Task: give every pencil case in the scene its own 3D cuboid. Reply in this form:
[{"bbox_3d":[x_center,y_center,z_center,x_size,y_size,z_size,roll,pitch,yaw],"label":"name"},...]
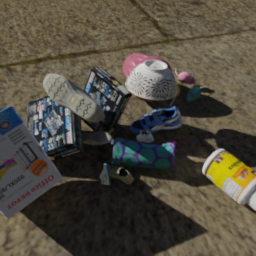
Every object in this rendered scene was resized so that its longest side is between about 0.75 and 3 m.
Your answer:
[{"bbox_3d":[0.554,0.947,10.517,2.383,1.014,1.101,6,62,6],"label":"pencil case"}]

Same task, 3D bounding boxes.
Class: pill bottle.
[{"bbox_3d":[3.703,1.765,9.544,1.175,1.175,2.150,-29,51,-27],"label":"pill bottle"}]

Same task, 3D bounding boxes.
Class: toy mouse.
[{"bbox_3d":[2.990,-2.101,13.799,2.091,0.455,2.353,1,58,-4],"label":"toy mouse"}]

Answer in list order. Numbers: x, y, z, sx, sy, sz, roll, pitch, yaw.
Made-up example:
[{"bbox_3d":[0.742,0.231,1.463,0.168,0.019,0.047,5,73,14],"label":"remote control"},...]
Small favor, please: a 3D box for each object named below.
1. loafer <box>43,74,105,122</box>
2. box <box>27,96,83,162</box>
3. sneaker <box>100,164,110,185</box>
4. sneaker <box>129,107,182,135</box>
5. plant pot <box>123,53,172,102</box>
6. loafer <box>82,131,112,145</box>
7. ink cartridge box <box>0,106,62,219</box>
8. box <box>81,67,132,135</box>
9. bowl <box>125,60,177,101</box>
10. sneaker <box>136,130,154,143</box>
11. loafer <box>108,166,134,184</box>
[{"bbox_3d":[-1.982,-1.050,10.172,2.732,0.953,0.955,38,93,19],"label":"loafer"},{"bbox_3d":[-2.879,-0.093,10.839,2.126,0.615,2.675,-18,60,14],"label":"box"},{"bbox_3d":[-0.822,1.633,9.750,0.341,0.843,0.323,2,25,7],"label":"sneaker"},{"bbox_3d":[1.144,-0.341,11.869,2.311,0.950,0.854,-14,46,-2],"label":"sneaker"},{"bbox_3d":[0.750,-2.629,13.502,2.118,2.118,1.895,-20,43,-19],"label":"plant pot"},{"bbox_3d":[-1.228,0.420,10.973,1.484,0.518,0.519,1,75,28],"label":"loafer"},{"bbox_3d":[-3.678,0.964,8.701,1.973,2.680,1.939,-36,15,-16],"label":"ink cartridge box"},{"bbox_3d":[-1.079,-0.965,11.305,1.865,2.347,0.540,41,35,19],"label":"box"},{"bbox_3d":[0.961,-1.943,10.526,2.028,0.952,2.028,6,37,-4],"label":"bowl"},{"bbox_3d":[0.651,0.289,11.143,0.465,0.451,1.273,-21,9,-20],"label":"sneaker"},{"bbox_3d":[-0.309,1.618,10.186,1.195,0.408,0.452,19,46,32],"label":"loafer"}]
